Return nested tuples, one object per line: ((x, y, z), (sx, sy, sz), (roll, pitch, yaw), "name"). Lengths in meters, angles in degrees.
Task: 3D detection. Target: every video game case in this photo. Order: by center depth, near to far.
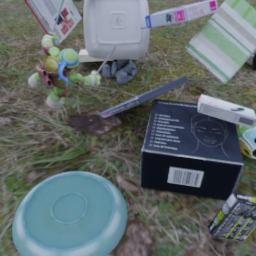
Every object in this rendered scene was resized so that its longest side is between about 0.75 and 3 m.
((0.435, -1.033, 10.021), (2.126, 0.282, 2.977), (-27, 7, -29), "video game case")

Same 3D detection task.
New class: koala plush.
((-0.286, -3.156, 12.988), (1.453, 1.638, 1.506), (30, 47, 33), "koala plush")

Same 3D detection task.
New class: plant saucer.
((-1.523, 2.196, 7.367), (2.992, 0.410, 2.992), (-1, 39, 0), "plant saucer")

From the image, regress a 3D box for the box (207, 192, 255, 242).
((1.833, 1.492, 4.630), (0.703, 0.878, 0.194), (14, 29, -15), "box")

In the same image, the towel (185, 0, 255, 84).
((3.419, -3.045, 9.567), (1.912, 2.563, 0.393), (40, 0, -7), "towel")

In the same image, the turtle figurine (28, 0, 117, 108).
((-1.691, -1.762, 7.973), (1.796, 2.420, 2.496), (21, 59, -29), "turtle figurine")

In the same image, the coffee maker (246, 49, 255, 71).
((6.399, -4.063, 14.411), (2.001, 1.403, 2.084), (-12, 39, -25), "coffee maker")

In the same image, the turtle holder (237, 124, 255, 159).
((3.946, 0.445, 8.973), (1.439, 1.093, 1.022), (3, 39, 3), "turtle holder")

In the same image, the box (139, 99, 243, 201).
((1.813, 0.539, 8.422), (2.604, 1.614, 2.560), (8, 40, 8), "box")

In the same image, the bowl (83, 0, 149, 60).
((-0.407, -4.000, 10.706), (2.590, 2.593, 0.968), (-2, 6, -7), "bowl")

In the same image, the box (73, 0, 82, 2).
((-1.592, -4.676, 9.809), (0.901, 0.163, 0.644), (-30, 48, -23), "box")

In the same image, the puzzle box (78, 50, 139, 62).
((-0.997, -3.767, 14.344), (2.945, 0.374, 1.959), (-3, 22, -4), "puzzle box")

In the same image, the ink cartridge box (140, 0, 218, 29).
((1.603, -3.798, 9.454), (1.420, 0.499, 2.380), (-26, 22, -28), "ink cartridge box")

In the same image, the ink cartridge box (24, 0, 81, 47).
((-2.636, -3.926, 9.332), (0.767, 1.830, 1.607), (13, 60, 31), "ink cartridge box")

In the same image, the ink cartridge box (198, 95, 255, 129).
((2.617, -0.556, 7.538), (1.434, 0.312, 1.245), (18, 29, 6), "ink cartridge box")
